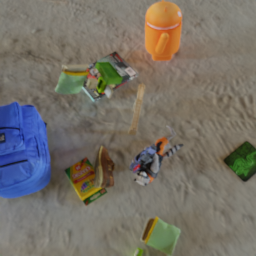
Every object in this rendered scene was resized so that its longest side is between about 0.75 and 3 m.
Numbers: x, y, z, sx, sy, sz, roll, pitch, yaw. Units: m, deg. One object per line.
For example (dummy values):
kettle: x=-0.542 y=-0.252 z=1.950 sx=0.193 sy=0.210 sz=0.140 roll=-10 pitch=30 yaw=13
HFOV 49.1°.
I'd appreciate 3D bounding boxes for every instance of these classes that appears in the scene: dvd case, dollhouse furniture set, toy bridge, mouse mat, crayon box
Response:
dvd case: x=-0.993 y=-2.267 z=12.147 sx=2.314 sy=0.255 sz=1.689 roll=-35 pitch=67 yaw=-17
dollhouse furniture set: x=-1.468 y=-1.588 z=10.366 sx=2.041 sy=1.337 sz=1.025 roll=-12 pitch=55 yaw=-37
toy bridge: x=0.390 y=-0.874 z=11.115 sx=0.307 sy=0.759 sz=2.258 roll=12 pitch=63 yaw=-1
mouse mat: x=4.378 y=1.225 z=10.412 sx=1.376 sy=0.052 sz=1.108 roll=-35 pitch=67 yaw=-16
dollhouse furniture set: x=0.800 y=3.835 z=8.548 sx=1.123 sy=0.868 sz=2.248 roll=22 pitch=64 yaw=11
crayon box: x=-1.476 y=1.872 z=9.855 sx=0.931 sy=0.373 sz=1.467 roll=-31 pitch=66 yaw=-18

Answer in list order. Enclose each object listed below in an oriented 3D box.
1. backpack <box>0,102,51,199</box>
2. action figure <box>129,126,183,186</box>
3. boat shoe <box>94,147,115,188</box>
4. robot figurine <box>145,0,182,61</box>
backpack: x=-4.000 y=0.802 z=9.350 sx=2.330 sy=2.406 sz=2.867 roll=-16 pitch=67 yaw=0
action figure: x=0.975 y=1.004 z=9.434 sx=1.176 sy=2.248 sz=2.175 roll=37 pitch=69 yaw=-1
boat shoe: x=-0.796 y=1.354 z=9.579 sx=0.647 sy=0.689 sz=1.915 roll=12 pitch=30 yaw=-12
robot figurine: x=1.460 y=-4.038 z=11.688 sx=1.514 sy=2.596 sz=1.867 roll=32 pitch=58 yaw=27
